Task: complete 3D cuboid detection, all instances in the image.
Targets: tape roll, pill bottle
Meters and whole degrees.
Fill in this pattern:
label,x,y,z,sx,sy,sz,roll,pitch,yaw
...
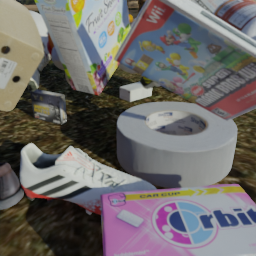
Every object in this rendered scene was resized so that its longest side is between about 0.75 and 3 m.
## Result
label,x,y,z,sx,sy,sz,roll,pitch,yaw
tape roll,-3.449,-3.262,10.378,1.700,1.700,1.168,19,69,34
tape roll,1.180,0.266,7.182,2.959,0.978,2.959,-1,25,0
pill bottle,2.828,-2.020,6.291,1.314,1.314,2.342,-4,36,-8
pill bottle,0.429,-3.130,10.064,1.266,1.266,2.261,11,56,22

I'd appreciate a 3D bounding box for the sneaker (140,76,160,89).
label,x,y,z,sx,sy,sz,roll,pitch,yaw
sneaker,0.714,-1.590,8.378,0.562,0.639,1.510,-42,16,-14

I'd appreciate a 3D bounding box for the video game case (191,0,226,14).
label,x,y,z,sx,sy,sz,roll,pitch,yaw
video game case,2.723,-3.793,10.090,1.736,2.426,0.216,42,16,-7

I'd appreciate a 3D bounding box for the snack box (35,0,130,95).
label,x,y,z,sx,sy,sz,roll,pitch,yaw
snack box,-0.726,-2.156,5.732,0.772,2.282,1.925,14,57,22

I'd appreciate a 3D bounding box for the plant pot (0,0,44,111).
label,x,y,z,sx,sy,sz,roll,pitch,yaw
plant pot,-2.267,-1.186,4.175,1.472,1.661,1.663,44,16,32

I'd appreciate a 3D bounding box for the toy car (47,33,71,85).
label,x,y,z,sx,sy,sz,roll,pitch,yaw
toy car,-1.669,-2.245,8.372,1.440,1.920,1.680,13,64,27

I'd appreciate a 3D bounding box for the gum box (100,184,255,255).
label,x,y,z,sx,sy,sz,roll,pitch,yaw
gum box,0.914,1.702,4.306,2.600,0.860,1.476,-3,26,-6

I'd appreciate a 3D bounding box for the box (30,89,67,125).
label,x,y,z,sx,sy,sz,roll,pitch,yaw
box,-2.604,-0.692,9.190,1.224,0.969,0.296,13,29,24

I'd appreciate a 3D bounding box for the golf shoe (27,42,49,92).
label,x,y,z,sx,sy,sz,roll,pitch,yaw
golf shoe,-2.559,-1.784,7.569,0.820,0.718,1.861,-16,57,-10

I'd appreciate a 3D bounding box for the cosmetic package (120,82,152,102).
label,x,y,z,sx,sy,sz,roll,pitch,yaw
cosmetic package,0.316,-1.490,11.416,1.216,0.493,0.686,-21,32,-34

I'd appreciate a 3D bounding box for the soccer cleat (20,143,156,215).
label,x,y,z,sx,sy,sz,roll,pitch,yaw
soccer cleat,-0.830,0.961,5.444,2.820,1.201,0.968,7,26,13

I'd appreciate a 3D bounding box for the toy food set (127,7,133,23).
label,x,y,z,sx,sy,sz,roll,pitch,yaw
toy food set,-0.312,-4.383,9.436,0.720,1.600,0.764,-18,40,-21

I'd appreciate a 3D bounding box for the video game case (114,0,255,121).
label,x,y,z,sx,sy,sz,roll,pitch,yaw
video game case,1.145,-0.971,4.453,2.494,1.783,0.218,26,68,-11

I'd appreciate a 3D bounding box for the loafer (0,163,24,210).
label,x,y,z,sx,sy,sz,roll,pitch,yaw
loafer,-3.515,0.895,5.937,2.884,0.908,1.037,9,27,18

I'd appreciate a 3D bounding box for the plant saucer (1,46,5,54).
label,x,y,z,sx,sy,sz,roll,pitch,yaw
plant saucer,-4.185,-2.582,8.651,0.304,1.715,1.715,-2,26,-1

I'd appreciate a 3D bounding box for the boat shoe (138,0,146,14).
label,x,y,z,sx,sy,sz,roll,pitch,yaw
boat shoe,0.614,-3.478,7.780,1.165,0.908,2.567,-34,84,-31
